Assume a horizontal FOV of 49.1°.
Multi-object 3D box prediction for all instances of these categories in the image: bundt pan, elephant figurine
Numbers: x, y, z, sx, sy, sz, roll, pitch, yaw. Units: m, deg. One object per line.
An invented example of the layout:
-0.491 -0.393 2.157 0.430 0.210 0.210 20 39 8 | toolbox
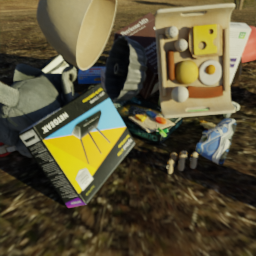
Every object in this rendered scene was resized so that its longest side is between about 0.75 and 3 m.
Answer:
-0.040 -1.772 8.691 0.762 2.030 2.030 6 24 -24 | bundt pan
-2.116 -0.829 7.311 2.062 2.260 2.914 29 47 -17 | elephant figurine

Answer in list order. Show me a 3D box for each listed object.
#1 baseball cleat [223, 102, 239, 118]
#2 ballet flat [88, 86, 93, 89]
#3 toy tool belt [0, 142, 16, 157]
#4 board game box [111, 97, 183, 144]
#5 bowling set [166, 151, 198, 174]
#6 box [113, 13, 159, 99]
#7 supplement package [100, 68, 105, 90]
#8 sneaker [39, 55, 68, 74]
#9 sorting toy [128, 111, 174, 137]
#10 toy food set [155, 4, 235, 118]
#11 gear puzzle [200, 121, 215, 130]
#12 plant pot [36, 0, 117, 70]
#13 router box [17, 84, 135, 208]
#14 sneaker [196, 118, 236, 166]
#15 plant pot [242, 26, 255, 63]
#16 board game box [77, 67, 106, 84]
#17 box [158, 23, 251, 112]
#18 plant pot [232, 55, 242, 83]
3.412 -0.648 9.289 0.609 0.399 1.144 8 32 8 | baseball cleat
-0.905 -0.499 7.805 0.626 0.630 1.842 -6 48 -19 | ballet flat
-3.364 -0.121 7.471 1.108 1.090 1.774 -14 28 -3 | toy tool belt
0.247 -0.399 8.580 2.488 0.350 1.683 22 33 24 | board game box
1.186 0.720 6.682 0.818 0.439 0.569 -11 30 -19 | bowling set
0.717 -2.579 10.179 1.731 1.713 2.086 -37 77 -20 | box
-0.368 -1.998 11.375 1.344 0.789 0.786 -9 30 -16 | supplement package
-2.434 -1.135 8.317 2.004 1.153 0.756 -43 26 -11 | sneaker
0.767 -0.133 7.627 0.989 0.197 1.338 -14 33 -32 | sorting toy
1.758 -1.658 7.183 1.942 2.706 0.817 -5 15 2 | toy food set
2.415 -0.029 8.406 0.473 0.119 0.912 -2 23 -18 | gear puzzle
-1.177 -2.304 5.924 1.223 1.822 1.822 24 32 6 | plant pot
-0.923 0.255 6.080 0.604 1.765 2.366 -21 16 35 | router box
2.317 0.204 7.283 0.738 0.725 1.915 19 31 19 | sneaker
5.862 -4.197 14.653 1.631 1.843 1.843 -28 38 -25 | plant pot
-1.545 -2.365 12.511 1.326 0.371 1.298 -2 28 -4 | board game box
2.182 -1.754 8.549 2.085 2.889 0.525 1 38 -8 | box
4.402 -2.873 11.527 0.271 1.975 1.975 -4 27 13 | plant pot
